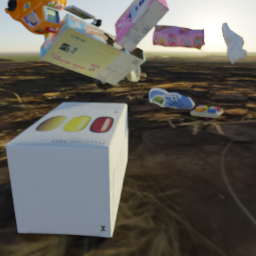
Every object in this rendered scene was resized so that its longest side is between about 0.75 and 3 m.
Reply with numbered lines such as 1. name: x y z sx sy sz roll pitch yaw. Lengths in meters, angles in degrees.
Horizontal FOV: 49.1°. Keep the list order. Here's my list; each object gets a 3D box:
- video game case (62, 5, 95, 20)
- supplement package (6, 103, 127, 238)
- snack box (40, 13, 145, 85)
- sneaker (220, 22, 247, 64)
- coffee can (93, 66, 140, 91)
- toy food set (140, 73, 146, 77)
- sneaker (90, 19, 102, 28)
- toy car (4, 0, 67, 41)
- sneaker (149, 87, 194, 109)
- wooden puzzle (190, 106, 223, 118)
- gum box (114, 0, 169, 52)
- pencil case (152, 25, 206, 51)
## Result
1. video game case: -2.015 -4.699 11.448 1.035 0.125 1.135 15 7 -36
2. supplement package: -0.946 0.586 5.782 1.697 1.634 2.983 1 18 3
3. snack box: -0.926 -2.014 7.657 2.500 0.464 1.453 13 -30 -40
4. sneaker: 4.732 -3.892 12.550 0.856 2.135 0.751 -21 -24 29
5. coffee can: -0.477 -2.253 11.363 1.592 1.165 1.165 -10 8 35
6. toy food set: 0.239 -2.794 13.942 1.438 0.226 0.914 11 15 8
7. sneaker: -1.522 -4.897 13.288 0.493 0.356 1.008 1 44 22
8. toy car: -1.886 -2.654 7.257 1.447 0.982 2.951 -22 2 6
9. sneaker: 1.199 -0.737 7.946 1.325 0.502 0.510 14 39 10
10. wooden puzzle: 3.543 -0.783 12.547 1.211 0.303 1.307 9 19 26
11. gum box: 0.249 -2.603 6.703 0.484 1.463 0.830 23 43 -33
12. pencil case: 2.223 -3.948 12.276 2.336 1.021 1.021 10 19 15
